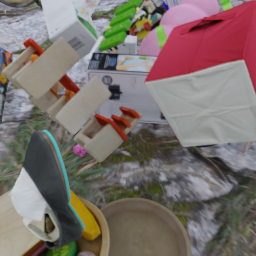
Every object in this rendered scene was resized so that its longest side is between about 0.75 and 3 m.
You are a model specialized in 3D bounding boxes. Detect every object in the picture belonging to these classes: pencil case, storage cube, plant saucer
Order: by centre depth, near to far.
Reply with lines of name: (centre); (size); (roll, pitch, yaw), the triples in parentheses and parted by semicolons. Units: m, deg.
storage cube: (1.288, -0.687, 4.043); (1.333, 1.560, 1.402); (-6, 42, 37)
plant saucer: (0.137, 2.566, 5.938); (2.335, 0.344, 2.335); (-1, 44, 1)
pencil case: (-1.141, 0.407, 8.104); (0.432, 0.446, 0.952); (28, 50, 16)

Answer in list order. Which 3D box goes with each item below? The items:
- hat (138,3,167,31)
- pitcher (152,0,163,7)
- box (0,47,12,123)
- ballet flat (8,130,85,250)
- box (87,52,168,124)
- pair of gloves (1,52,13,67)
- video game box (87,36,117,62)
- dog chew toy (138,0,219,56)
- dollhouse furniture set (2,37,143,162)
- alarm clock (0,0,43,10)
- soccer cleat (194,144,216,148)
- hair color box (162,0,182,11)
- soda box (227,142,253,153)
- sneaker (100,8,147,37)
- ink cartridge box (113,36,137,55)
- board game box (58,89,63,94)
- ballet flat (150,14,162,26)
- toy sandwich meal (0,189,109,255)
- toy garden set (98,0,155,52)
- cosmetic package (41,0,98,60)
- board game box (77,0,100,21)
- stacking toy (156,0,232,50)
hat: (1.231, -5.355, 13.708); (2.522, 1.017, 2.522); (6, 40, -5)
pitcher: (0.842, -4.953, 10.018); (0.631, 0.893, 1.041); (-40, 89, 10)
box: (-3.281, -1.084, 6.309); (0.354, 1.215, 1.774); (2, 79, 19)
ballet flat: (-1.064, 0.992, 3.676); (0.713, 2.084, 0.709); (-30, 44, -26)
box: (0.408, -0.932, 6.933); (2.668, 1.556, 0.802); (3, 44, 2)
pair of gloves: (-2.754, -1.422, 6.535); (0.097, 0.700, 0.785); (-16, 19, -8)
video game box: (-0.701, -1.978, 7.684); (0.179, 0.695, 0.763); (18, 75, 39)
dog chew toy: (1.495, -2.500, 7.692); (1.731, 1.731, 2.780); (32, 89, 29)
dollhouse furniture set: (-0.966, -0.633, 5.136); (1.254, 2.408, 2.434); (-47, 28, -11)
alarm clock: (-3.863, -4.929, 8.832); (2.673, 1.803, 0.890); (12, 38, -18)
soccer cleat: (2.296, -0.378, 6.195); (2.578, 1.045, 0.870); (-26, 76, -28)
hair color box: (2.248, -4.762, 8.431); (2.727, 1.491, 0.884); (-24, 47, 7)
soda box: (3.734, -0.049, 8.490); (0.616, 0.572, 1.801); (33, 52, 29)
sneaker: (-0.237, -3.295, 8.927); (0.709, 0.700, 1.856); (44, 60, 12)
ink cartridge box: (-0.375, -3.161, 11.397); (1.418, 1.036, 0.598); (4, 44, 5)
board game box: (-2.751, -1.611, 9.791); (0.493, 1.018, 0.812); (16, 45, 15)
ballet flat: (0.747, -3.287, 8.730); (0.241, 0.261, 0.773); (-8, -4, -37)
toy sandwich meal: (-1.730, 2.215, 5.542); (2.837, 0.972, 2.837); (-9, 40, 7)
toy garden set: (0.109, -2.539, 6.752); (1.374, 0.329, 1.648); (-9, 50, 39)
cosmetic package: (-1.838, -3.432, 8.584); (1.025, 1.300, 2.417); (-27, 62, 17)
board game box: (-0.702, -3.949, 7.574); (0.332, 1.939, 1.303); (29, 28, -19)
stacking toy: (1.505, -1.476, 5.683); (1.649, 0.514, 2.186); (-19, 76, 26)
